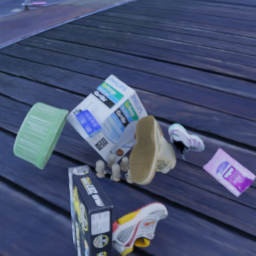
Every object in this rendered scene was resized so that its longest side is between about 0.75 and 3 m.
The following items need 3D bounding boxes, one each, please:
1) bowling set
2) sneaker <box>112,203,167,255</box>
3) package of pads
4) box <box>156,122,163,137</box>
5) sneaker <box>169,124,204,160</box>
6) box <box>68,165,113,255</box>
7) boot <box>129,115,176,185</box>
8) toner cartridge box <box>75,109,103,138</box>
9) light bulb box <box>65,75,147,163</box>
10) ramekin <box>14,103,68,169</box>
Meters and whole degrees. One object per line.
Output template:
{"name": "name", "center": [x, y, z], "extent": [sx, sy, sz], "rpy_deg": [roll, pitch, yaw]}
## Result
{"name": "bowling set", "center": [-0.353, 1.482, 10.897], "extent": [1.626, 0.873, 1.132], "rpy_deg": [15, 43, 13]}
{"name": "sneaker", "center": [0.371, 2.977, 8.307], "extent": [2.454, 0.955, 1.008], "rpy_deg": [-9, 61, -47]}
{"name": "package of pads", "center": [3.450, 1.530, 9.599], "extent": [1.515, 0.913, 0.573], "rpy_deg": [42, 11, 23]}
{"name": "box", "center": [0.900, 0.245, 11.290], "extent": [0.921, 0.753, 0.098], "rpy_deg": [-28, 31, -1]}
{"name": "sneaker", "center": [2.128, 0.728, 10.204], "extent": [1.684, 0.654, 1.178], "rpy_deg": [30, 42, -21]}
{"name": "box", "center": [-1.028, 2.686, 7.549], "extent": [0.664, 2.704, 2.180], "rpy_deg": [-7, 22, -20]}
{"name": "boot", "center": [0.943, 1.150, 9.877], "extent": [0.969, 2.069, 2.662], "rpy_deg": [-16, 44, 24]}
{"name": "toner cartridge box", "center": [-1.370, -0.157, 9.704], "extent": [0.514, 0.234, 1.083], "rpy_deg": [-29, 53, -14]}
{"name": "light bulb box", "center": [-0.648, -0.236, 11.261], "extent": [2.529, 2.507, 1.578], "rpy_deg": [-44, 52, -7]}
{"name": "ramekin", "center": [-3.203, 0.227, 10.295], "extent": [1.145, 2.344, 2.344], "rpy_deg": [24, 38, -9]}
